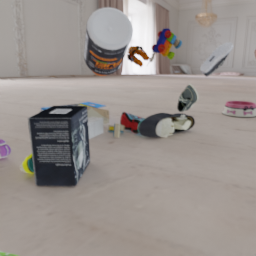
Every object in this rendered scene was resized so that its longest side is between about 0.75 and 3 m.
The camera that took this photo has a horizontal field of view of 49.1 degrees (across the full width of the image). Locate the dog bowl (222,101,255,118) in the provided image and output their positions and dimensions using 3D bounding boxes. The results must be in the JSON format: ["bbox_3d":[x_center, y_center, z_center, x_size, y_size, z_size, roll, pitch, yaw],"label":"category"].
[{"bbox_3d":[6.082,-1.040,15.225,1.811,0.668,1.811,1,14,0],"label":"dog bowl"}]

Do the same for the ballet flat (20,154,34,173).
[{"bbox_3d":[-2.806,1.041,7.856,0.409,0.407,1.219,-23,14,-4],"label":"ballet flat"}]

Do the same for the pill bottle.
[{"bbox_3d":[-0.853,-2.981,10.548,1.577,1.577,2.969,-3,-11,-11],"label":"pill bottle"}]

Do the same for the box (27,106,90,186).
[{"bbox_3d":[-1.735,0.394,7.469,1.093,1.734,1.763,1,14,5],"label":"box"}]

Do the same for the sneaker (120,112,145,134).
[{"bbox_3d":[0.343,-0.152,12.053,0.898,0.745,1.880,5,17,-34],"label":"sneaker"}]

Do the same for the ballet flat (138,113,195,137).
[{"bbox_3d":[1.674,-0.123,11.197,2.766,1.011,1.011,-9,17,-38],"label":"ballet flat"}]

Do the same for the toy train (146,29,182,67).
[{"bbox_3d":[1.802,-3.770,14.044,1.198,2.071,0.877,24,5,-28],"label":"toy train"}]

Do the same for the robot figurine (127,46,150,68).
[{"bbox_3d":[0.383,-2.972,11.474,1.088,0.789,0.317,49,6,33],"label":"robot figurine"}]

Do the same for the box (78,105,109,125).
[{"bbox_3d":[-1.635,-0.531,12.258,1.512,0.588,0.718,10,-18,-39],"label":"box"}]

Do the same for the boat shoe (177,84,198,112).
[{"bbox_3d":[1.651,-0.793,7.946,0.396,0.467,1.283,-33,-17,-8],"label":"boat shoe"}]

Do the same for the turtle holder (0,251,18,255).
[{"bbox_3d":[-1.605,2.008,2.002,1.606,1.719,2.262,-13,40,37],"label":"turtle holder"}]

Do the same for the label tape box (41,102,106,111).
[{"bbox_3d":[-2.546,-0.625,13.275,2.559,0.810,1.845,-11,17,-36],"label":"label tape box"}]

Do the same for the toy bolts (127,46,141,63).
[{"bbox_3d":[0.338,-3.826,14.757,0.589,0.849,0.811,46,28,24],"label":"toy bolts"}]

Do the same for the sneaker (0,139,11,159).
[{"bbox_3d":[-4.061,0.722,8.073,1.351,0.859,2.369,-5,15,-30],"label":"sneaker"}]

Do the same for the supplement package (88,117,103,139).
[{"bbox_3d":[-1.534,-0.012,11.273,0.635,0.633,1.083,7,16,27],"label":"supplement package"}]

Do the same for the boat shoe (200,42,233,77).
[{"bbox_3d":[4.361,-3.284,13.589,0.646,1.907,0.684,38,6,-42],"label":"boat shoe"}]

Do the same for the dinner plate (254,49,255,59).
[{"bbox_3d":[5.264,-2.484,10.659,0.163,1.349,1.349,-31,11,9],"label":"dinner plate"}]

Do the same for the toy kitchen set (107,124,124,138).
[{"bbox_3d":[-0.600,0.119,11.364,0.726,0.534,0.906,4,-5,17],"label":"toy kitchen set"}]
